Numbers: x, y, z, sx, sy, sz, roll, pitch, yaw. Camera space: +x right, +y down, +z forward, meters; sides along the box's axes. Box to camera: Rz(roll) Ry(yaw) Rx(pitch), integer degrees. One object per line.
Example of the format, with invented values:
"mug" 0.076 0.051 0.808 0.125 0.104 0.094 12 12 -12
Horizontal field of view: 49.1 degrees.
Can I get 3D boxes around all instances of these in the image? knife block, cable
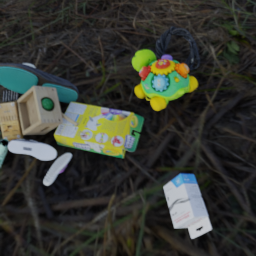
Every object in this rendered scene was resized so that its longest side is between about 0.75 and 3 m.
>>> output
"knife block" -4.013 -0.480 9.941 0.589 1.616 1.841 -8 98 -4
"cable" 2.022 -3.310 11.809 1.768 0.550 2.167 -9 72 2

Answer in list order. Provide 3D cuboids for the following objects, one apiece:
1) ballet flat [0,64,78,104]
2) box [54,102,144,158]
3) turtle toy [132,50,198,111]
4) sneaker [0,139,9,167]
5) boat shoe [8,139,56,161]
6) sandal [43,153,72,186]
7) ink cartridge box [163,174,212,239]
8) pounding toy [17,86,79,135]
"ballet flat" -3.138 -1.606 9.702 2.946 1.076 1.076 15 45 -32
"box" -0.910 0.058 9.407 2.668 0.645 1.565 10 54 11
"turtle toy" 1.135 -1.950 10.319 1.980 1.373 2.717 -32 47 -16
"sneaker" -4.062 0.852 8.703 0.422 0.677 1.148 22 47 -18
"boat shoe" -3.025 0.657 8.971 1.483 0.532 0.503 10 14 -10
"sandal" -2.162 1.294 8.689 0.493 0.297 1.210 14 57 43
"ink cartridge box" 1.538 2.085 7.445 0.500 0.868 1.498 9 50 -29
"pounding toy" -2.636 -0.487 9.106 1.117 1.572 1.447 -2 72 -48
